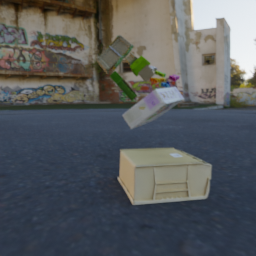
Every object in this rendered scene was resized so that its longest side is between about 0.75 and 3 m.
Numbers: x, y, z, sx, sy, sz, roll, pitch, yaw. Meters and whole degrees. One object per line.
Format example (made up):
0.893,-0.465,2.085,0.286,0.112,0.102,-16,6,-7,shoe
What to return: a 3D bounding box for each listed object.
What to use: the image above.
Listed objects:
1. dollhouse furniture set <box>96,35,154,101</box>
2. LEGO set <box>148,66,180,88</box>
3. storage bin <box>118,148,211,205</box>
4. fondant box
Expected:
-0.073,-1.662,7.589,0.775,1.011,1.543,41,8,-47,dollhouse furniture set
1.626,-2.306,12.972,0.727,0.676,1.772,-16,38,-43,LEGO set
0.793,1.079,6.854,1.812,0.855,1.825,-1,6,-12,storage bin
0.993,-0.792,10.487,1.620,0.654,2.246,-36,-6,27,fondant box
